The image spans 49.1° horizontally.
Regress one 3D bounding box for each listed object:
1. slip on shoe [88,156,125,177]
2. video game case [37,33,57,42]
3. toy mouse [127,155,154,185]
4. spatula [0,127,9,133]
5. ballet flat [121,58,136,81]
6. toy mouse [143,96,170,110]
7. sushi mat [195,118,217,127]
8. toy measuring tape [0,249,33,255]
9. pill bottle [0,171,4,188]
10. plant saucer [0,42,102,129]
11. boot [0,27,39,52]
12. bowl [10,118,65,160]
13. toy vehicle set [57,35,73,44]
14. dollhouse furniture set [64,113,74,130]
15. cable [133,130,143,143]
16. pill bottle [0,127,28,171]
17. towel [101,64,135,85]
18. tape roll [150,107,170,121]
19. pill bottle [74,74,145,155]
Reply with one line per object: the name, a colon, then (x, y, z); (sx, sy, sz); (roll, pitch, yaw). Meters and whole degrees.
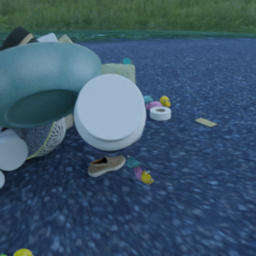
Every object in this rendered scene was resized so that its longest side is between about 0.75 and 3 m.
slip on shoe: (-0.557, 0.923, 7.425); (1.142, 0.346, 0.434); (-17, 29, -33)
video game case: (-3.076, -1.595, 7.967); (2.552, 0.292, 2.323); (-27, -3, -9)
toy mouse: (0.202, 0.939, 6.200); (0.202, 1.046, 0.930); (-41, 56, -10)
spatula: (-3.195, 0.188, 6.942); (0.456, 0.166, 1.615); (-29, 21, 36)
ballet flat: (-0.011, -1.853, 10.155); (0.519, 0.519, 1.468); (-3, 63, -6)
toy mouse: (1.020, -1.073, 11.876); (1.592, 0.347, 1.791); (-2, 24, -5)
sushi mat: (2.853, -0.196, 10.291); (0.361, 0.046, 0.755); (-17, 30, -33)
toy measuring tape: (-1.723, 2.475, 3.447); (0.858, 0.858, 2.333); (4, 25, 9)
pill bottle: (-3.253, 1.131, 6.574); (0.525, 0.525, 0.906); (-16, 15, -31)
plant saucer: (-1.835, -0.603, 5.809); (2.939, 2.939, 0.566); (-14, 72, -28)
boot: (-2.457, -0.638, 6.795); (1.994, 2.883, 1.117); (35, 33, -15)
bowl: (-2.461, 0.019, 8.152); (2.011, 2.011, 0.944); (22, -1, 40)
toy vehicle set: (-2.737, -1.704, 9.881); (2.885, 1.793, 0.383); (-39, 58, 3)
dollhouse furniture set: (-2.595, -0.539, 9.241); (1.750, 0.775, 0.907); (8, 24, 23)
cable: (0.026, 0.005, 7.741); (0.882, 0.882, 0.305); (11, 7, 39)
pill bottle: (-3.626, 0.414, 7.599); (1.931, 1.058, 1.058); (21, 31, 37)
towel: (-0.565, -0.897, 8.757); (1.696, 2.286, 0.417); (-2, -5, -2)
tape roll: (1.243, -0.555, 10.809); (0.792, 0.277, 0.792); (0, 24, 0)
pill bottle: (-0.390, -0.186, 5.859); (1.412, 1.412, 2.441); (-2, -8, -5)
